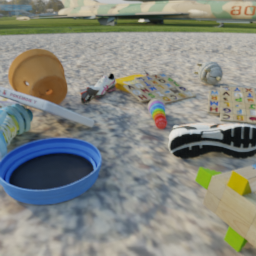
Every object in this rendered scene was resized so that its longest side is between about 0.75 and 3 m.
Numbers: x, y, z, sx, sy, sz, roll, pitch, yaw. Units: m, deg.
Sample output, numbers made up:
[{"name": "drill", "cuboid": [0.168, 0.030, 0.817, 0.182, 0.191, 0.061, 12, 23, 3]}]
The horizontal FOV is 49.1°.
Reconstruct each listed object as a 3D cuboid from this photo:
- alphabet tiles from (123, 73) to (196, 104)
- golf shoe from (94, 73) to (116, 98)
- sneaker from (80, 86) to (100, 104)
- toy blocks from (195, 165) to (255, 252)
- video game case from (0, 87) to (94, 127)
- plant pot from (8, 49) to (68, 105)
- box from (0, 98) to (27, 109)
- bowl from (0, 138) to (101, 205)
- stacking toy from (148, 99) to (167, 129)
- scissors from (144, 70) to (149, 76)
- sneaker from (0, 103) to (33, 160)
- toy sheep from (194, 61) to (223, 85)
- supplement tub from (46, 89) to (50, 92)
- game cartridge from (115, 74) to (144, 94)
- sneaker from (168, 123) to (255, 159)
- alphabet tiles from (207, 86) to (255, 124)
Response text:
[{"name": "alphabet tiles", "cuboid": [1.364, -1.868, 13.265, 2.932, 0.111, 2.451, -15, 44, -32]}, {"name": "golf shoe", "cuboid": [-1.274, -2.053, 13.483, 0.713, 0.905, 1.965, 13, 29, 25]}, {"name": "sneaker", "cuboid": [-1.618, -1.359, 11.925, 0.575, 0.611, 1.493, 11, -13, -25]}, {"name": "toy blocks", "cuboid": [2.902, 1.610, 5.404, 1.872, 1.369, 2.739, -5, 28, -35]}, {"name": "video game case", "cuboid": [-2.799, -0.700, 9.435, 2.457, 0.310, 2.696, 17, -3, 24]}, {"name": "plant pot", "cuboid": [-3.582, -1.879, 11.743, 2.346, 2.346, 1.642, -16, 46, -31]}, {"name": "box", "cuboid": [-5.230, -1.030, 11.894, 1.887, 0.365, 0.391, 6, 26, 13]}, {"name": "bowl", "cuboid": [-1.972, 1.038, 7.273, 2.573, 0.505, 2.573, 0, 25, 0]}, {"name": "stacking toy", "cuboid": [1.156, -0.459, 10.494, 0.681, 0.681, 1.594, -1, 32, -3]}, {"name": "scissors", "cuboid": [1.160, -2.780, 15.074, 0.869, 0.165, 2.375, 3, 24, 7]}, {"name": "sneaker", "cuboid": [-3.760, -0.015, 8.770, 1.948, 1.187, 2.983, -18, 31, -31]}, {"name": "toy sheep", "cuboid": [4.374, -2.921, 14.966, 1.339, 1.339, 1.942, -6, 37, -13]}, {"name": "supplement tub", "cuboid": [-3.941, -1.941, 13.519, 0.657, 0.657, 1.073, 20, 33, 36]}, {"name": "game cartridge", "cuboid": [0.615, -2.263, 14.475, 2.153, 0.396, 2.443, -22, 36, -39]}, {"name": "sneaker", "cuboid": [2.637, 0.227, 8.396, 2.913, 1.074, 1.165, 1, 23, 1]}, {"name": "alphabet tiles", "cuboid": [4.588, -1.026, 11.620, 2.446, 0.093, 2.940, 7, 36, 14]}]
